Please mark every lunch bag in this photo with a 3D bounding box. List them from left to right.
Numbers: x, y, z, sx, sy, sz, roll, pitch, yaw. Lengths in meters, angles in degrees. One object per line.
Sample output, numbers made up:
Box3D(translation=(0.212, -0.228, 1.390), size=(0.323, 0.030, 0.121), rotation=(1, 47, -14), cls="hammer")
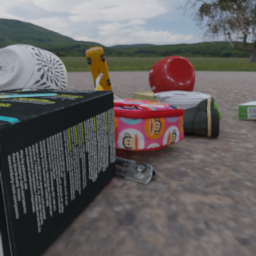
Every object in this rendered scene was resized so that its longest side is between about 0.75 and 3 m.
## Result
Box3D(translation=(-0.221, -0.099, 6.523), size=(2.549, 1.044, 2.245), rotation=(10, 12, 44), cls="lunch bag")

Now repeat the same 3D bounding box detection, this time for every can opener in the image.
Box3D(translation=(-0.054, 0.751, 5.151), size=(1.235, 0.330, 0.413), rotation=(9, -16, 35), cls="can opener")

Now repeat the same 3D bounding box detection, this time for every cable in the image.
Box3D(translation=(2.191, -1.016, 11.113), size=(2.064, 0.714, 2.064), rotation=(7, 14, 27), cls="cable")

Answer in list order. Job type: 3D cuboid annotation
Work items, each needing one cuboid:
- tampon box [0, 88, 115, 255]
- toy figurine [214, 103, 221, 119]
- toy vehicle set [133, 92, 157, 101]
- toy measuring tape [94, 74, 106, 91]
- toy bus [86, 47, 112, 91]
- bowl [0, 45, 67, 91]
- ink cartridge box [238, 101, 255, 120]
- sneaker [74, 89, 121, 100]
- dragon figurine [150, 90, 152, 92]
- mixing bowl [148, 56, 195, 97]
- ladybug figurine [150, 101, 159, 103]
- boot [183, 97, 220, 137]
Box3D(translation=(-1.485, 0.355, 3.881), size=(1.864, 1.570, 2.487), rotation=(5, 15, 20), cls="tampon box")
Box3D(translation=(2.753, -0.499, 9.835), size=(0.724, 0.591, 0.787), rotation=(-15, 41, -5), cls="toy figurine")
Box3D(translation=(1.345, -1.609, 14.390), size=(1.250, 0.267, 2.011), rotation=(-10, 17, -35), cls="toy vehicle set")
Box3D(translation=(-1.089, -1.495, 12.018), size=(0.812, 0.812, 2.207), rotation=(1, 44, 3), cls="toy measuring tape")
Box3D(translation=(-1.495, -2.976, 14.772), size=(0.892, 2.741, 1.073), rotation=(-12, 43, 1), cls="toy bus")
Box3D(translation=(-2.379, -1.024, 5.840), size=(1.991, 1.991, 0.934), rotation=(4, -18, 16), cls="bowl")
Box3D(translation=(4.719, -0.658, 9.907), size=(1.737, 0.515, 0.902), rotation=(-13, 11, -42), cls="ink cartridge box")
Box3D(translation=(-0.836, -0.860, 9.776), size=(2.469, 0.881, 0.987), rotation=(21, 15, 29), cls="sneaker")
Box3D(translation=(2.102, -2.156, 15.695), size=(2.368, 0.697, 1.177), rotation=(9, 17, 37), cls="dragon figurine")
Box3D(translation=(2.172, -2.396, 12.858), size=(2.284, 2.284, 1.237), rotation=(-3, -14, -10), cls="mixing bowl")
Box3D(translation=(0.829, -0.779, 10.416), size=(1.005, 0.361, 0.682), rotation=(1, -22, -3), cls="ladybug figurine")
Box3D(translation=(1.752, -0.394, 8.396), size=(1.627, 0.911, 2.353), rotation=(-1, 13, 10), cls="boot")
